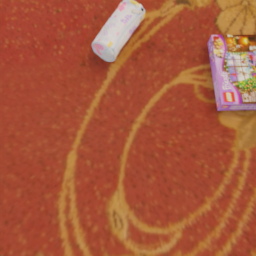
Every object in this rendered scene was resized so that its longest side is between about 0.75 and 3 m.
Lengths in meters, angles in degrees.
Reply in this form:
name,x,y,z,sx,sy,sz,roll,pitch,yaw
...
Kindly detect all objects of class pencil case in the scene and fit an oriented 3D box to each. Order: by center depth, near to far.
name,x,y,z,sx,sy,sz,roll,pitch,yaw
pencil case,-0.334,-3.714,10.691,1.135,1.040,2.502,21,70,34

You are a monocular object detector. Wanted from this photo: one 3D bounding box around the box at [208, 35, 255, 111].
name,x,y,z,sx,sy,sz,roll,pitch,yaw
box,4.168,-2.072,10.320,2.028,0.579,2.963,-1,69,-1
